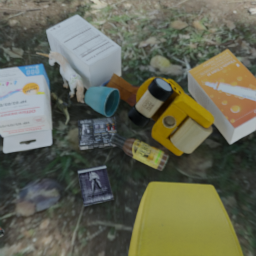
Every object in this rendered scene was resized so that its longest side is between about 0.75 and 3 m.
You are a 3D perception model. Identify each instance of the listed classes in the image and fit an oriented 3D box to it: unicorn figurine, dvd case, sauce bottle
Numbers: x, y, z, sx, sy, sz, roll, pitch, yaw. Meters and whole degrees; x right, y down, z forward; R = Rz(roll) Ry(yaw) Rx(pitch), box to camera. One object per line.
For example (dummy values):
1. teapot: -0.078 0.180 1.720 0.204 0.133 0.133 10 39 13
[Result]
1. unicorn figurine: -2.126 -1.836 9.790 1.984 1.363 0.733 34 61 19
2. dvd case: -0.973 1.672 8.260 0.855 0.092 1.150 -10 55 -12
3. sauce bottle: 0.321 0.696 8.551 1.808 0.585 0.585 24 60 5

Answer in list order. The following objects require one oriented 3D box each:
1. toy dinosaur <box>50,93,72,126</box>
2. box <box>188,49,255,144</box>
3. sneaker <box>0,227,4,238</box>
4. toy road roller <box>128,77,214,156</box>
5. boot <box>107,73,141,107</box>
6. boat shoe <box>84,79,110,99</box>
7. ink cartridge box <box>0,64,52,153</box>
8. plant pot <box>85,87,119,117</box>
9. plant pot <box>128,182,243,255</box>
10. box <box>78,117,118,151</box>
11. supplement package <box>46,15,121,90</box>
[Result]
1. toy dinosaur: -2.196 -0.798 9.651 0.656 0.354 1.490 -46 56 17
2. box: 3.282 -1.031 9.136 1.571 1.231 2.526 -30 62 -2
3. sneaker: -3.410 2.727 7.266 0.384 0.939 0.362 -9 97 -29
4. toy road roller: 1.402 -0.558 8.815 2.493 1.532 1.820 39 32 1
5. boot: 0.114 -1.481 9.946 1.540 0.527 1.450 29 73 2
6. boat shoe: -0.855 -1.224 9.978 1.375 0.497 0.498 -38 70 -10
7. ink cartridge box: -3.487 -0.714 9.335 1.634 0.963 2.838 -10 58 -6
8. plant pot: -0.896 -0.949 9.218 0.890 0.947 0.947 21 60 21
9. plant pot: 1.141 2.413 6.453 2.201 2.201 1.941 4 62 -3
10. box: -0.991 0.176 9.151 1.255 0.312 0.990 -7 58 -4
11. supplement package: -1.591 -2.724 10.306 1.451 1.446 2.474 -37 65 -23
